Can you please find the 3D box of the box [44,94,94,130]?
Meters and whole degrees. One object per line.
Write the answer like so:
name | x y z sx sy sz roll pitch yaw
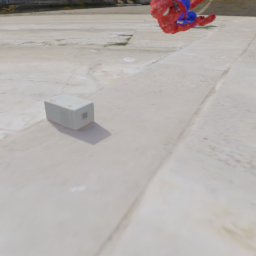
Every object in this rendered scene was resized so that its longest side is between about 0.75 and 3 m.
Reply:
box | -1.784 -0.517 8.508 1.304 0.635 0.811 19 33 32

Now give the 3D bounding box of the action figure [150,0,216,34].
action figure | 1.027 -2.188 5.191 0.610 0.772 2.359 -21 9 40
